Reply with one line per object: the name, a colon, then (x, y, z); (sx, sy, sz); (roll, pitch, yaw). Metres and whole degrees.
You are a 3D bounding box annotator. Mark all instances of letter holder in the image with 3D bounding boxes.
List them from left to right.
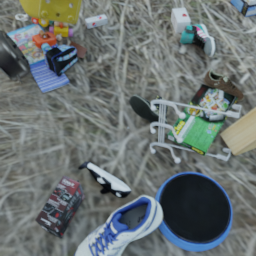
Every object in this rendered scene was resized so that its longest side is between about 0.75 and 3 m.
letter holder: (-2.199, -3.225, 11.872); (0.751, 0.378, 0.534); (24, 71, -14)

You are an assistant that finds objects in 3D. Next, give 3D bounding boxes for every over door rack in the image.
over door rack: (1.993, 0.180, 8.706); (2.676, 1.977, 0.891); (6, 40, 10)

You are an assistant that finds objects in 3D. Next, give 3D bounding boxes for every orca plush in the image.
orca plush: (-0.797, 1.735, 8.658); (1.814, 0.954, 0.645); (28, 93, 10)

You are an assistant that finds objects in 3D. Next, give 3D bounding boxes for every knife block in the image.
knife block: (4.641, -0.429, 8.963); (2.824, 2.479, 0.904); (-19, 59, -11)

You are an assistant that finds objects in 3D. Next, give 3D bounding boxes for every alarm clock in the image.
alarm clock: (-4.644, -2.914, 10.854); (0.926, 1.876, 2.781); (-36, 42, -3)

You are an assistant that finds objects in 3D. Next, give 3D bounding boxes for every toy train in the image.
toy train: (-3.759, -4.653, 12.473); (2.227, 0.825, 2.965); (-22, 59, -29)

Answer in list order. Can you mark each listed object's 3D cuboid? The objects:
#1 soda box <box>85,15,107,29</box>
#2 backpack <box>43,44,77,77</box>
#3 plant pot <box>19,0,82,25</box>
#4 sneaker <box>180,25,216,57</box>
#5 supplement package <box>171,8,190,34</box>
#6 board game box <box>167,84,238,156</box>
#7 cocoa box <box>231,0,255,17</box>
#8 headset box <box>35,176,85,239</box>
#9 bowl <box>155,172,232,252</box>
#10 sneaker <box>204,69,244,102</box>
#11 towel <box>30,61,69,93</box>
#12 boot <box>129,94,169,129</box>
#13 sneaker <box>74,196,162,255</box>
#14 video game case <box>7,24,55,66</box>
soda box: (-1.511, -5.055, 13.297); (1.005, 0.320, 0.342); (-19, 59, -12)
backpack: (-2.652, -2.823, 11.213); (0.800, 1.085, 1.189); (39, 64, 23)
plant pot: (-2.802, -5.261, 10.812); (2.337, 2.321, 2.390); (0, 45, -27)
sneaker: (2.918, -3.805, 12.126); (1.247, 0.863, 2.065); (-5, 49, -9)
supplement package: (2.446, -5.011, 13.085); (0.634, 0.626, 1.045); (-7, 57, -5)
board game box: (2.655, -0.379, 9.899); (1.436, 0.322, 2.741); (28, 62, 20)
cocoa box: (5.887, -6.287, 13.752); (0.924, 0.909, 1.385); (-17, 58, -11)
headset box: (-1.845, 2.203, 8.023); (0.589, 1.167, 1.570); (22, 59, 12)
bowl: (1.937, 2.396, 8.318); (2.324, 0.456, 2.324); (0, 57, 0)
sneaker: (3.722, -1.643, 10.855); (1.736, 0.656, 0.611); (35, 63, 21)
towel: (-3.251, -2.192, 11.458); (1.177, 0.194, 1.626); (-25, 60, -19)
boot: (0.779, -0.784, 9.735); (1.570, 0.567, 1.186); (38, 37, -12)
sneaker: (-0.425, 2.764, 7.396); (2.911, 1.283, 1.096); (-38, 56, -11)
video game case: (-4.323, -3.652, 12.434); (1.770, 0.220, 2.473); (-28, 61, -17)
